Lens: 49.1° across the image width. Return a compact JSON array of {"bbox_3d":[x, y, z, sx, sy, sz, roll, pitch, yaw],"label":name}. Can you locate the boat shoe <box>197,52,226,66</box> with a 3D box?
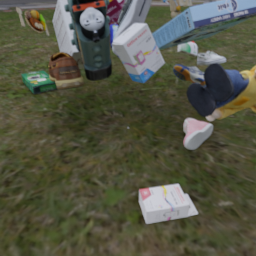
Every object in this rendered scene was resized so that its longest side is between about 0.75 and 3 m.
[{"bbox_3d":[3.426,-2.950,11.841,0.600,0.545,1.631,-20,17,-23],"label":"boat shoe"}]

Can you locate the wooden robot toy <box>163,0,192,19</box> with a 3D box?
[{"bbox_3d":[1.819,-4.189,9.866,0.797,0.821,1.810,-10,21,-9],"label":"wooden robot toy"}]

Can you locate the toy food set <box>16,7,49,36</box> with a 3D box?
[{"bbox_3d":[-3.405,-3.933,10.295,0.262,0.901,1.306,-25,-10,28],"label":"toy food set"}]

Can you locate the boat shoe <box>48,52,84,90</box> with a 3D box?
[{"bbox_3d":[-2.099,-2.020,9.265,1.045,0.980,2.902,-12,22,-16],"label":"boat shoe"}]

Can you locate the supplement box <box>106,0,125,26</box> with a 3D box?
[{"bbox_3d":[-0.239,-4.654,12.171,0.903,2.108,1.163,-25,25,27],"label":"supplement box"}]

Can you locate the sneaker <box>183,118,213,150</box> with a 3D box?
[{"bbox_3d":[2.029,0.165,9.110,0.861,0.620,1.647,24,33,32],"label":"sneaker"}]

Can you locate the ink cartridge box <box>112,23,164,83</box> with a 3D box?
[{"bbox_3d":[0.213,-1.454,5.468,0.672,0.930,0.393,-45,36,-15],"label":"ink cartridge box"}]

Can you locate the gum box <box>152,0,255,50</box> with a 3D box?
[{"bbox_3d":[2.310,-3.291,8.973,2.377,0.623,2.798,-18,8,-16],"label":"gum box"}]

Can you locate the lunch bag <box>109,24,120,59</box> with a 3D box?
[{"bbox_3d":[-0.021,-2.655,8.977,1.330,0.848,1.131,23,42,-30],"label":"lunch bag"}]

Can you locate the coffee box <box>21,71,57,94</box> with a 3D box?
[{"bbox_3d":[-4.249,-2.196,13.322,1.161,0.415,1.888,-19,36,-29],"label":"coffee box"}]

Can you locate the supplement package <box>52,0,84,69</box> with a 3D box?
[{"bbox_3d":[-1.963,-3.619,10.977,1.357,1.362,2.322,-9,76,-27],"label":"supplement package"}]

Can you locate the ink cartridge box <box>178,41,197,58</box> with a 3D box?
[{"bbox_3d":[2.490,-3.568,11.722,0.866,1.076,0.269,10,-14,-24],"label":"ink cartridge box"}]

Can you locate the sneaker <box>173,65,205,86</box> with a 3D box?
[{"bbox_3d":[2.054,-1.842,9.367,1.212,0.456,0.534,25,58,-14],"label":"sneaker"}]

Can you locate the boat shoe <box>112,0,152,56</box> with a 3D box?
[{"bbox_3d":[0.038,-2.535,6.744,0.585,1.622,0.575,13,26,-38],"label":"boat shoe"}]

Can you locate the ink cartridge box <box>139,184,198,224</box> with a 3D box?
[{"bbox_3d":[0.945,1.748,6.592,1.263,0.426,0.736,-6,31,-10],"label":"ink cartridge box"}]

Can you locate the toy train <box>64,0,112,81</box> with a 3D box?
[{"bbox_3d":[-1.042,-2.671,8.284,1.270,2.981,1.699,-14,74,-9],"label":"toy train"}]

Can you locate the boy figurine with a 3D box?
[{"bbox_3d":[2.319,-0.647,5.830,2.559,1.591,0.825,2,53,-41],"label":"boy figurine"}]
